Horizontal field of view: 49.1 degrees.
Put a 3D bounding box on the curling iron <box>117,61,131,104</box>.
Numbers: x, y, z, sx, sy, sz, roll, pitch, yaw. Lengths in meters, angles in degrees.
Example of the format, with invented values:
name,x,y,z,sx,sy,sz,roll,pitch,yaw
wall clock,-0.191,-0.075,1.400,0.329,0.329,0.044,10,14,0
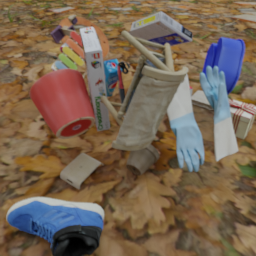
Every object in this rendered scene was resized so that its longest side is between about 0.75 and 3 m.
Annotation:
name,x,y,z,sx,sy,sz,roll,pitch,yaw
curling iron,-0.160,-1.499,10.160,0.480,1.937,0.248,-1,-6,10

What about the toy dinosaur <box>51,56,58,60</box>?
name,x,y,z,sx,sy,sz,roll,pitch,yaw
toy dinosaur,-3.030,-2.964,12.485,1.169,0.515,0.277,-13,73,-58

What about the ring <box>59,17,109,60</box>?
name,x,y,z,sx,sy,sz,roll,pitch,yaw
ring,-2.091,-4.201,13.312,2.572,0.247,2.572,16,56,-25

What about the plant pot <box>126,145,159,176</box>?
name,x,y,z,sx,sy,sz,roll,pitch,yaw
plant pot,0.417,1.094,9.649,1.052,1.052,0.913,20,57,25

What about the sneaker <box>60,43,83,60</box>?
name,x,y,z,sx,sy,sz,roll,pitch,yaw
sneaker,-2.208,-3.040,11.348,0.457,1.122,0.495,-6,54,42

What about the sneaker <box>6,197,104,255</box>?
name,x,y,z,sx,sy,sz,roll,pitch,yaw
sneaker,-1.999,2.703,7.331,2.657,1.020,1.478,5,28,-4

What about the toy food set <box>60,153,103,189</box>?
name,x,y,z,sx,sy,sz,roll,pitch,yaw
toy food set,-1.585,1.468,9.634,0.900,0.379,1.254,24,51,28

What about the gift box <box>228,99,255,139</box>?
name,x,y,z,sx,sy,sz,roll,pitch,yaw
gift box,4.521,-0.470,11.478,1.187,1.201,1.286,20,42,24

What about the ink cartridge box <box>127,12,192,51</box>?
name,x,y,z,sx,sy,sz,roll,pitch,yaw
ink cartridge box,1.292,-4.170,12.352,2.204,0.524,2.230,11,-4,-42

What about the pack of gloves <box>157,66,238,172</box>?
name,x,y,z,sx,sy,sz,roll,pitch,yaw
pack of gloves,2.144,-0.250,7.601,2.318,2.760,0.545,-21,12,-28

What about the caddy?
name,x,y,z,sx,sy,sz,roll,pitch,yaw
caddy,3.589,-2.263,10.398,1.142,2.175,1.538,13,-2,-7

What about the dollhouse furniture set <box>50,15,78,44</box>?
name,x,y,z,sx,sy,sz,roll,pitch,yaw
dollhouse furniture set,-2.016,-3.480,11.368,1.131,1.594,1.263,26,68,34

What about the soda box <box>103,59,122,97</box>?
name,x,y,z,sx,sy,sz,roll,pitch,yaw
soda box,-0.800,-1.933,11.241,0.566,1.763,0.598,-17,69,-24

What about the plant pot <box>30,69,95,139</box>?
name,x,y,z,sx,sy,sz,roll,pitch,yaw
plant pot,-1.890,-0.635,8.587,1.789,1.789,1.583,-20,72,-25

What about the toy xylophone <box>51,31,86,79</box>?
name,x,y,z,sx,sy,sz,roll,pitch,yaw
toy xylophone,-1.844,-2.528,10.163,1.341,1.831,0.460,31,6,-24

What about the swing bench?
name,x,y,z,sx,sy,sz,roll,pitch,yaw
swing bench,0.373,-0.896,7.164,1.430,2.192,2.204,8,37,-23

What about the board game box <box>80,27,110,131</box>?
name,x,y,z,sx,sy,sz,roll,pitch,yaw
board game box,-1.038,-1.503,8.878,0.480,2.776,1.752,-10,40,-8

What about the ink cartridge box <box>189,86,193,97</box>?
name,x,y,z,sx,sy,sz,roll,pitch,yaw
ink cartridge box,2.279,-1.927,13.923,1.096,0.629,1.509,-17,40,-22

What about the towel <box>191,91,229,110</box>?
name,x,y,z,sx,sy,sz,roll,pitch,yaw
towel,3.870,-1.291,13.373,1.707,0.294,1.131,23,41,28
